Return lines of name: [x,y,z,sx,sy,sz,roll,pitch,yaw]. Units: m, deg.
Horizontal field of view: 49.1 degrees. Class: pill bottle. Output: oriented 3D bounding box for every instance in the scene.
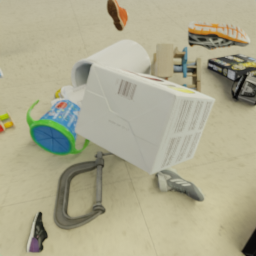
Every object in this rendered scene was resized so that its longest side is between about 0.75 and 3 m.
pill bottle: [-2.921,-1.577,12.881,1.048,0.599,0.599,-14,23,49]
pill bottle: [-2.046,-1.100,12.077,2.281,1.304,1.304,-23,46,-7]

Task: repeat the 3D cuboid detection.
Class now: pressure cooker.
pressure cooker: [5.535,-1.773,12.998,1.377,1.230,1.211,26,59,20]

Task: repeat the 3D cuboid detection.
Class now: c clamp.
c clamp: [-1.273,1.892,9.196,2.453,0.389,2.872,-9,44,12]

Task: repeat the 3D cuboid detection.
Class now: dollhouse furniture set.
dollhouse furniture set: [2.068,-1.953,11.509,2.112,2.100,2.997,0,-1,0]

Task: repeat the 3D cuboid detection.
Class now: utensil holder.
utensil holder: [-0.665,-2.434,12.820,2.515,2.515,2.960,26,47,26]

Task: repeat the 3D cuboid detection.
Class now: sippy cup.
sippy cup: [-2.553,-0.118,10.644,1.783,2.271,1.664,1,45,23]

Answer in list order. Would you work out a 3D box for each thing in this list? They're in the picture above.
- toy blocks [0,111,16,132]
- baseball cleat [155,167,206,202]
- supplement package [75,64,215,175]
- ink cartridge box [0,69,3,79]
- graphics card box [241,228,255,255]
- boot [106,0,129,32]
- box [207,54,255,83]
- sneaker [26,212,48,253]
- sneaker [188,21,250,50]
toy blocks: [-5.526,-0.138,11.746,1.303,0.473,1.086,-25,48,-25]
baseball cleat: [1.643,2.015,9.353,0.969,0.635,1.822,-31,40,-22]
supplement package: [0.539,-0.359,7.905,2.614,2.010,2.734,26,17,30]
ink cartridge box: [-4.233,-1.953,8.339,0.606,1.050,1.448,-21,14,-17]
graphics card box: [4.300,2.566,7.919,2.519,1.580,0.641,-33,52,-30]
boot: [-0.439,-5.230,12.569,0.578,1.541,0.826,19,64,31]
box: [5.707,-3.177,14.613,2.078,0.633,2.579,-11,29,-13]
sneaker: [-2.598,3.087,8.280,0.522,0.451,1.192,7,49,-6]
sneaker: [3.765,-3.776,11.829,2.608,1.007,1.021,14,48,8]
